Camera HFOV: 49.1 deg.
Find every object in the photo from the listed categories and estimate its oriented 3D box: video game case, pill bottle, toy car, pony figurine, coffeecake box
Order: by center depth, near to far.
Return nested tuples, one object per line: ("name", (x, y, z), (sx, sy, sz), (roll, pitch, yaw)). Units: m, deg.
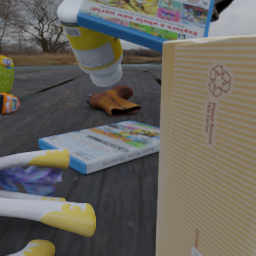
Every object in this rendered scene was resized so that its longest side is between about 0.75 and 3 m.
("coffeecake box", (1.665, 0.360, 2.375), (2.750, 2.111, 1.005), (-7, 17, -25))
("pony figurine", (-1.717, 0.579, 2.870), (2.267, 1.888, 2.189), (7, 23, -28))
("video game case", (0.526, -2.608, 4.868), (2.040, 2.850, 0.254), (17, -23, -3))
("pill bottle", (-0.694, -1.811, 5.994), (1.036, 1.850, 1.036), (-8, 50, 10))
("video game case", (-0.334, 0.299, 6.222), (2.659, 0.237, 1.903), (-13, 19, -38))
("toy car", (-4.203, -1.563, 9.890), (0.759, 2.281, 1.119), (5, -8, -37))

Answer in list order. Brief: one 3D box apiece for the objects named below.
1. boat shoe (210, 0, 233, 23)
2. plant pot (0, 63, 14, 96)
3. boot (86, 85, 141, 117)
("boat shoe", (2.171, -3.100, 7.445), (0.538, 1.445, 0.530), (27, 24, -48))
("plant pot", (-5.753, -1.810, 11.382), (1.732, 1.580, 1.741), (11, 18, 39))
("boot", (-0.227, -1.043, 10.222), (2.057, 0.748, 2.185), (-9, 18, -31))
